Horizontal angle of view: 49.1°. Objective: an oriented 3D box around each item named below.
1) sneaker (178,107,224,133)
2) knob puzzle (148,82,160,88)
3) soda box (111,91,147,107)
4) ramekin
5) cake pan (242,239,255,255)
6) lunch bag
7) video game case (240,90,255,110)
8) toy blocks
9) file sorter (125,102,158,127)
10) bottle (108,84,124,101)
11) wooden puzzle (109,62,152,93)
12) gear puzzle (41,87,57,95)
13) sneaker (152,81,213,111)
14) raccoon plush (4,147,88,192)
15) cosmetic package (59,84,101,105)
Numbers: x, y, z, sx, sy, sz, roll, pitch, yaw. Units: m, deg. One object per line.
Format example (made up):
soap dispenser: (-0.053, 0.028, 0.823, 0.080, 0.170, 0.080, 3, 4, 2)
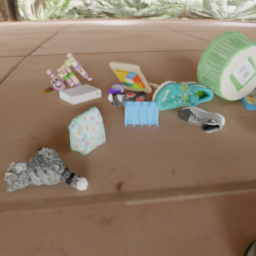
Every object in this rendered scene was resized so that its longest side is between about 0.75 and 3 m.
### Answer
sneaker: (2.450, -0.253, 9.619, 1.623, 0.609, 0.937, 11, 28, 18)
knob puzzle: (1.558, -1.826, 12.933, 1.377, 0.191, 1.377, 16, 5, -1)
soda box: (0.046, -1.215, 11.650, 1.416, 0.501, 0.448, -6, 22, -13)
ramekin: (4.319, -2.437, 11.505, 2.668, 2.668, 1.303, -11, 37, -22)
cake pan: (3.007, 2.427, 4.403, 2.301, 0.422, 2.301, 0, 27, 0)
lunch bag: (-1.230, 0.051, 8.343, 0.708, 1.161, 0.989, 15, 32, 31)
video game case: (6.281, -1.145, 11.819, 2.820, 0.251, 2.018, 5, 26, 10)
toy blocks: (-2.679, -2.309, 13.029, 1.613, 1.453, 1.726, -39, 35, -1)
file sorter: (0.459, -0.444, 9.652, 1.156, 0.802, 0.709, 0, 16, 1)
bottle: (-0.570, -1.559, 12.422, 0.564, 0.441, 1.351, 13, 28, 6)
wooden puzzle: (0.096, -2.220, 12.643, 1.619, 1.750, 0.326, 17, 68, 32)
gear puzzle: (-3.801, -1.760, 13.200, 0.507, 0.128, 0.978, 7, 27, 14)
sneaker: (2.169, -1.275, 11.103, 2.852, 1.105, 1.136, -16, 30, -29)
raccoon plush: (-2.015, 1.175, 6.565, 1.809, 0.875, 1.212, 17, 39, 29)
cosmetic package: (-2.116, -1.507, 12.405, 1.460, 0.377, 1.101, -21, 35, -36)
